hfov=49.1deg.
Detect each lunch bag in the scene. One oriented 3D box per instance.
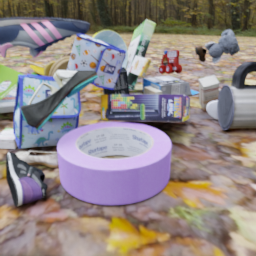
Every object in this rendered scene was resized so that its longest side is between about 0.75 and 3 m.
[{"bbox_3d":[-2.182,-0.466,7.564,1.602,1.884,1.201,-1,25,-32],"label":"lunch bag"},{"bbox_3d":[-0.814,-1.693,7.246,1.311,1.115,0.812,21,21,-4],"label":"lunch bag"}]

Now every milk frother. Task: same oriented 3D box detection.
[{"bbox_3d":[4.163,-0.997,9.399,2.295,2.202,2.440,1,-2,-2],"label":"milk frother"}]

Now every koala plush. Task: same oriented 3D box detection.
[{"bbox_3d":[3.218,-2.770,9.644,1.016,0.901,0.934,-24,9,21],"label":"koala plush"}]

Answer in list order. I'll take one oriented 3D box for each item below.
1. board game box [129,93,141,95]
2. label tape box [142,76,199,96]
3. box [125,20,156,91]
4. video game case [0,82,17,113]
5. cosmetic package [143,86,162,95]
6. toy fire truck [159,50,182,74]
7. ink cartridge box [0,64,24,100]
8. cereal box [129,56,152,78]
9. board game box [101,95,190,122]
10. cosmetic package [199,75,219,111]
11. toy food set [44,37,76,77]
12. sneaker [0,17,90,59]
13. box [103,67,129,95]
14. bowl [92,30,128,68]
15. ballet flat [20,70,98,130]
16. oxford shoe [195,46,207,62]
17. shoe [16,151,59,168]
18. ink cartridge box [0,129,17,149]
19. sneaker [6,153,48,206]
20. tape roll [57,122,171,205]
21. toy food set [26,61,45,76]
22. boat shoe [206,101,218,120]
[{"bbox_3d":[-0.084,-1.168,11.739,1.620,0.262,0.972,-8,30,-18],"label":"board game box"},{"bbox_3d":[1.975,-1.931,12.952,2.182,0.721,1.563,-12,25,-24],"label":"label tape box"},{"bbox_3d":[0.288,-3.083,12.389,0.527,2.898,2.092,16,5,-13],"label":"box"},{"bbox_3d":[-4.490,-1.270,10.950,2.720,0.322,2.476,-12,34,-44],"label":"video game case"},{"bbox_3d":[1.050,-1.422,12.002,0.355,0.503,0.972,-12,24,-25],"label":"cosmetic package"},{"bbox_3d":[1.639,-2.575,10.968,0.602,0.901,1.073,-8,15,-26],"label":"toy fire truck"},{"bbox_3d":[-4.998,-2.029,9.231,2.593,0.982,1.916,26,52,11],"label":"ink cartridge box"},{"bbox_3d":[0.449,-2.383,10.866,0.192,0.700,0.973,19,10,-36],"label":"cereal box"},{"bbox_3d":[0.678,-0.616,8.512,2.234,0.766,2.703,0,4,15],"label":"board game box"},{"bbox_3d":[2.997,-1.270,10.397,0.622,1.203,0.525,-16,44,3],"label":"cosmetic package"},{"bbox_3d":[-2.255,-1.859,10.096,0.488,2.432,1.679,29,-9,40],"label":"toy food set"},{"bbox_3d":[-2.224,-2.370,7.382,2.469,1.013,0.866,-7,19,-15],"label":"sneaker"},{"bbox_3d":[-0.481,-1.511,10.572,0.954,1.351,0.533,-12,31,-10],"label":"box"},{"bbox_3d":[-1.078,-3.030,11.839,1.984,1.984,1.068,-17,17,-36],"label":"bowl"},{"bbox_3d":[-1.517,-0.844,6.210,2.043,0.699,0.694,-48,12,-30],"label":"ballet flat"},{"bbox_3d":[2.783,-2.726,10.428,0.364,0.314,0.863,-11,-23,28],"label":"oxford shoe"},{"bbox_3d":[-2.287,0.718,7.054,1.305,0.348,0.456,6,23,14],"label":"shoe"},{"bbox_3d":[-3.405,0.304,8.082,0.549,0.317,0.755,1,23,1],"label":"ink cartridge box"},{"bbox_3d":[-2.209,1.069,6.071,0.705,0.610,1.611,-4,29,-31],"label":"sneaker"},{"bbox_3d":[-0.305,0.678,6.498,2.559,0.839,2.559,0,23,0],"label":"tape roll"},{"bbox_3d":[-4.117,-2.366,13.944,1.750,0.971,2.974,14,14,-35],"label":"toy food set"},{"bbox_3d":[3.742,-0.674,9.938,2.032,0.729,0.689,2,23,0],"label":"boat shoe"}]
